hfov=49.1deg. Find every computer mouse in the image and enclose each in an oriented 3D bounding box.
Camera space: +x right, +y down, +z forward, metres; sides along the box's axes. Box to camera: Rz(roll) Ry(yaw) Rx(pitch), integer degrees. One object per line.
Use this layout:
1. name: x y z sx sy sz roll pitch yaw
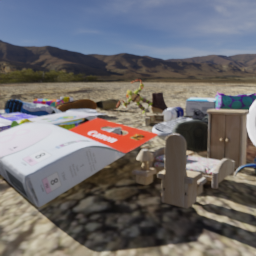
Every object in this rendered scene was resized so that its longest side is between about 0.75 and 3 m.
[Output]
1. computer mouse: 1.779 0.007 8.827 2.370 0.520 1.299 -17 27 -27

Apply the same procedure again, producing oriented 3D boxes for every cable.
1. cable: -1.986 -0.510 11.939 1.375 0.476 1.375 -5 11 -26

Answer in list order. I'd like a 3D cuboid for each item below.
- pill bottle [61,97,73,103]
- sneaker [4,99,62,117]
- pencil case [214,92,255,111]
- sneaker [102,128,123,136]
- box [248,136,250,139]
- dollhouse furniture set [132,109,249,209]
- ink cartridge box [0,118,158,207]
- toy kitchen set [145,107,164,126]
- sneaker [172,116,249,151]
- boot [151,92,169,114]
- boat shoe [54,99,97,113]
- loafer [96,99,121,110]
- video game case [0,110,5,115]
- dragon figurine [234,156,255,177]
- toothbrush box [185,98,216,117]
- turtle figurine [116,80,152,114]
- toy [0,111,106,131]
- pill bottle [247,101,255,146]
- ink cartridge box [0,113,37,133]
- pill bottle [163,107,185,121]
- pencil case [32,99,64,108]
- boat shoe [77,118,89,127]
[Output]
1. pill bottle: -3.974 -1.787 18.188 0.778 0.425 0.425 -3 12 -13
2. sneaker: -3.984 -0.631 11.854 2.541 0.953 1.101 11 8 12
3. pencil case: 5.788 -1.415 14.950 2.178 1.006 0.927 -2 28 -1
4. sneaker: -0.896 0.334 7.775 0.746 0.645 1.721 1 2 31
5. box: 2.964 0.025 9.559 2.192 0.381 1.206 2 12 10
6. dollhouse furniture set: 1.191 0.358 5.434 1.464 1.251 2.825 5 10 37
7. ink cartridge box: -1.237 0.227 5.975 2.961 0.845 2.407 -32 31 -33
8. toy kitchen set: 1.052 -0.487 11.222 0.733 0.663 0.812 1 15 11
9. sneaker: 2.144 0.128 8.040 2.229 0.852 1.277 -1 10 -18
10. boot: 1.741 -1.239 13.971 1.277 1.062 0.462 -4 12 -19
11. boat shoe: -2.565 -0.972 13.395 2.118 0.746 0.745 -8 6 -35
12. loafer: -1.156 -1.262 15.384 1.619 0.615 0.546 -5 9 31
13. video game case: -6.299 -0.792 14.187 0.935 0.107 0.851 6 13 28
14. dragon figurine: 2.908 0.829 5.618 1.394 0.410 0.693 -2 12 -13
15. toothbrush box: 3.564 -1.019 13.604 1.329 0.774 1.815 4 12 18
16. turtle figurine: 0.374 -1.349 13.756 1.435 1.780 0.573 41 4 5
17. toy: -2.271 -0.064 8.913 1.669 0.684 2.898 8 12 39
18. pill bottle: 4.312 -0.167 6.709 2.688 1.473 1.473 -4 12 -28
19. ink cartridge box: -4.263 -0.080 9.715 2.324 0.504 2.303 8 14 40
20. pill bottle: 1.953 -0.593 12.067 0.576 0.576 0.996 11 16 42
21. pencil case: -4.037 -1.095 14.204 1.694 0.749 0.749 4 12 24
22. boat shoe: -2.007 -0.330 10.265 1.207 0.391 0.434 19 40 -24
